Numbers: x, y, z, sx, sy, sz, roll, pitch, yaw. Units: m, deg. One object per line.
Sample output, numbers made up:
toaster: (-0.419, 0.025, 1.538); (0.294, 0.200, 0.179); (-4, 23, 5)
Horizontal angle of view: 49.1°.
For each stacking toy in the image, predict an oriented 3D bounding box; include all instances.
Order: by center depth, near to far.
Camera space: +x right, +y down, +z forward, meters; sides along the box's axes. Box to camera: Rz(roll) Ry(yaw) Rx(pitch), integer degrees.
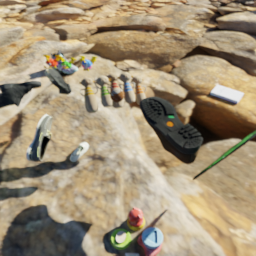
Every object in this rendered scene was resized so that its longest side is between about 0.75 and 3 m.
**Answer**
stacking toy: (0.222, 3.057, 7.993); (1.272, 0.593, 1.405); (-27, 48, -28)

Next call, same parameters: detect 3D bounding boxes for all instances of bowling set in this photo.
bowling set: (-0.388, -1.445, 9.804); (2.493, 1.735, 1.338); (-11, 86, -14)

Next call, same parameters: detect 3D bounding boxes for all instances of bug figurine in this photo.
bug figurine: (-2.142, -2.498, 10.907); (2.094, 0.539, 1.624); (4, 9, 11)

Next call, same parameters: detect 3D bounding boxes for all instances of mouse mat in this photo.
mouse mat: (2.970, 0.485, 7.620); (2.576, 2.073, 0.097); (-24, 71, -45)

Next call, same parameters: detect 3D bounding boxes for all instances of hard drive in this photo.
hard drive: (4.833, -1.655, 13.708); (1.343, 0.170, 0.886); (25, 47, 26)

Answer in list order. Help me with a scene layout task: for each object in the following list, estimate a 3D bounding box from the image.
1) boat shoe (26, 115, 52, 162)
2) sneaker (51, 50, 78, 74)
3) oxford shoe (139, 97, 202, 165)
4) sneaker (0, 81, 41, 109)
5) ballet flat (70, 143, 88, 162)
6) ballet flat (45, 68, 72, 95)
boat shoe: (-2.421, 0.296, 7.987); (0.429, 0.513, 1.435); (9, 65, 14)
sneaker: (-3.542, -3.651, 15.229); (1.681, 1.176, 0.653); (16, 43, 17)
oxford shoe: (1.116, 0.059, 8.505); (1.004, 1.167, 2.764); (-19, 47, -14)
sneaker: (-3.823, -1.121, 9.739); (1.656, 0.864, 0.497); (-8, -2, -17)
ballet flat: (-1.844, 0.856, 10.702); (0.390, 0.390, 1.087); (15, 43, 17)
ballet flat: (-2.453, -1.511, 9.680); (0.514, 1.810, 0.602); (-17, 74, 4)
